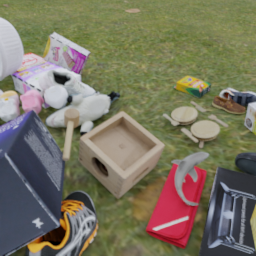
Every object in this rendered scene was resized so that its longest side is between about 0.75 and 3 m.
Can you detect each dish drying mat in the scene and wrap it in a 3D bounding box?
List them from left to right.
[{"bbox_3d":[1.210,1.649,6.588,0.899,0.213,2.342,14,38,18],"label":"dish drying mat"}]

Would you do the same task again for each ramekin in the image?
[{"bbox_3d":[-4.876,-2.944,10.283,2.351,2.351,1.095,23,37,28],"label":"ramekin"}]

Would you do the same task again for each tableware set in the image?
[{"bbox_3d":[2.092,-0.099,8.886,1.245,0.377,1.883,-24,38,-15],"label":"tableware set"}]

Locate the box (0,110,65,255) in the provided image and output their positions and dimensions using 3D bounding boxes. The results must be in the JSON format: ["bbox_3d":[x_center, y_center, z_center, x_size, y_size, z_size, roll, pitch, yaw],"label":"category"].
[{"bbox_3d":[-2.441,1.021,5.263,2.058,1.451,2.781,-29,20,-2],"label":"box"}]

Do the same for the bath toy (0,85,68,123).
[{"bbox_3d":[-3.231,-0.763,9.113,2.646,0.978,1.151,-13,68,-2],"label":"bath toy"}]

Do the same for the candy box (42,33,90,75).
[{"bbox_3d":[-2.614,-3.045,11.807,1.698,1.158,0.518,28,35,-6],"label":"candy box"}]

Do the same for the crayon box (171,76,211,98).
[{"bbox_3d":[2.494,-1.670,11.117,1.310,0.333,0.832,26,43,32],"label":"crayon box"}]

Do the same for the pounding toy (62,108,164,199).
[{"bbox_3d":[-0.747,0.545,7.063,2.399,1.097,2.107,40,52,21],"label":"pounding toy"}]

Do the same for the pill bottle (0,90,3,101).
[{"bbox_3d":[-4.943,-1.221,10.320,0.935,0.508,0.508,23,41,23],"label":"pill bottle"}]

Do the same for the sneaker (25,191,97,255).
[{"bbox_3d":[-1.199,1.895,5.369,0.985,0.972,2.516,-3,20,5],"label":"sneaker"}]

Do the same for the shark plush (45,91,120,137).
[{"bbox_3d":[-1.365,-0.824,9.466,1.217,1.328,2.923,-10,27,45],"label":"shark plush"}]

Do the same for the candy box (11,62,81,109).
[{"bbox_3d":[-3.125,-1.729,10.833,2.096,0.750,1.758,28,44,34],"label":"candy box"}]

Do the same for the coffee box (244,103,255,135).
[{"bbox_3d":[4.262,-0.295,8.716,0.825,0.824,0.816,-13,37,-10],"label":"coffee box"}]

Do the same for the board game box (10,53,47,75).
[{"bbox_3d":[-4.342,-2.642,12.340,2.019,0.468,1.530,27,43,32],"label":"board game box"}]

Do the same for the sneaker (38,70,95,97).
[{"bbox_3d":[-1.950,-1.394,9.642,2.091,1.039,0.815,15,70,-32],"label":"sneaker"}]

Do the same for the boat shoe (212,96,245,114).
[{"bbox_3d":[3.545,-0.811,9.860,1.169,0.395,0.421,22,41,28],"label":"boat shoe"}]

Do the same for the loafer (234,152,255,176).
[{"bbox_3d":[3.529,1.151,6.851,1.933,0.656,0.678,23,41,34],"label":"loafer"}]

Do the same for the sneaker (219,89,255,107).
[{"bbox_3d":[3.961,-1.028,10.038,0.570,0.563,1.435,-22,29,-35],"label":"sneaker"}]

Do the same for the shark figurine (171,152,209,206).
[{"bbox_3d":[1.279,1.076,6.490,0.869,0.607,1.454,8,58,25],"label":"shark figurine"}]

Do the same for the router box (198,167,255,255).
[{"bbox_3d":[2.606,2.136,5.468,2.164,0.719,2.752,14,38,18],"label":"router box"}]
